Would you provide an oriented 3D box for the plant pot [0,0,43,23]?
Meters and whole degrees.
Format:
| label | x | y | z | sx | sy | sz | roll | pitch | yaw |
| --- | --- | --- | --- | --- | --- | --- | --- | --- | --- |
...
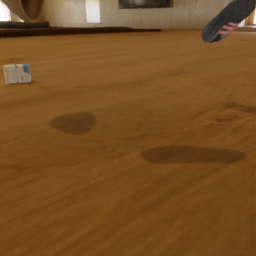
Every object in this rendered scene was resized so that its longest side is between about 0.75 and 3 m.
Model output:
| label | x | y | z | sx | sy | sz | roll | pitch | yaw |
| --- | --- | --- | --- | --- | --- | --- | --- | --- | --- |
| plant pot | -2.764 | -3.529 | 6.987 | 0.765 | 1.658 | 1.658 | 5 | 23 | 2 |

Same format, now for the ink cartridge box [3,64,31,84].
| label | x | y | z | sx | sy | sz | roll | pitch | yaw |
| --- | --- | --- | --- | --- | --- | --- | --- | --- | --- |
| ink cartridge box | -4.600 | -2.254 | 11.644 | 0.966 | 0.707 | 0.415 | -5 | 24 | -12 |

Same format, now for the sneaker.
| label | x | y | z | sx | sy | sz | roll | pitch | yaw |
| --- | --- | --- | --- | --- | --- | --- | --- | --- | --- |
| sneaker | 2.963 | -3.096 | 8.068 | 0.720 | 0.616 | 1.756 | -6 | -15 | -39 |
